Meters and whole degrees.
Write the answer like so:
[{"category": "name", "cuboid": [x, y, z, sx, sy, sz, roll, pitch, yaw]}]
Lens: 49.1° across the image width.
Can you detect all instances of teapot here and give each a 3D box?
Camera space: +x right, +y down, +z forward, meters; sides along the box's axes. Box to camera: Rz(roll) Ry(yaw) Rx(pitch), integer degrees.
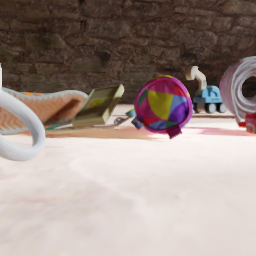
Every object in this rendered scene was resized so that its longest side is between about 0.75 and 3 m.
[{"category": "teapot", "cuboid": [-1.836, -0.172, 2.184, 2.069, 1.511, 2.042, -30, -19, -23]}]

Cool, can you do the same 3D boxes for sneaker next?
[{"category": "sneaker", "cuboid": [-2.424, -0.346, 6.728, 2.964, 1.058, 1.184, -2, -5, -24]}]

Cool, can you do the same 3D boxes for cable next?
[{"category": "cable", "cuboid": [3.206, -1.024, 7.228, 1.625, 1.625, 0.562, -30, 13, 9]}]

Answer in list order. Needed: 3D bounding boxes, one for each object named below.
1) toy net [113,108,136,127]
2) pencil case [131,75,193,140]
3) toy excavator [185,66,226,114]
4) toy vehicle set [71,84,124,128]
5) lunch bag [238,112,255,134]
[{"category": "toy net", "cuboid": [-0.177, -0.263, 8.143, 0.650, 0.239, 1.240, -28, 3, 28]}, {"category": "pencil case", "cuboid": [0.893, -0.463, 6.542, 1.251, 1.251, 2.830, 1, 6, 12]}, {"category": "toy excavator", "cuboid": [4.128, -2.023, 15.226, 2.415, 2.483, 1.240, -3, 6, -28]}, {"category": "toy vehicle set", "cuboid": [-0.624, -0.488, 5.985, 0.767, 0.164, 1.235, -6, 37, 26]}, {"category": "lunch bag", "cuboid": [3.156, -0.118, 6.456, 1.160, 0.540, 1.317, -2, 4, 22]}]
